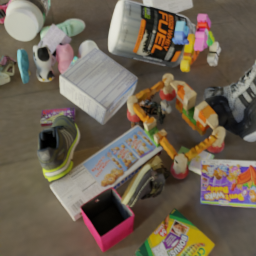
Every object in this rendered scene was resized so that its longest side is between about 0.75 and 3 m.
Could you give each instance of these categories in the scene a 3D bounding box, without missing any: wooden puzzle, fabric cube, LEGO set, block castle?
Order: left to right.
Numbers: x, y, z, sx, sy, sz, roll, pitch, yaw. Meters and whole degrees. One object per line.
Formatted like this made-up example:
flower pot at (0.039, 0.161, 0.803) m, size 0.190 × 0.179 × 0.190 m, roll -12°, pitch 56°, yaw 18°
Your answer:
wooden puzzle at (-1.048, 0.951, 7.195) m, size 1.404 × 0.164 × 0.947 m, roll -7°, pitch 53°, yaw -6°
fabric cube at (-0.427, 1.912, 5.866) m, size 0.807 × 0.820 × 0.823 m, roll -29°, pitch 54°, yaw -23°
block castle at (1.155, -0.076, 7.059) m, size 1.570 × 1.102 × 2.350 m, roll -33°, pitch 64°, yaw -9°
LEGO set at (1.916, -2.201, 8.085) m, size 0.994 × 2.605 × 1.069 m, roll 12°, pitch 92°, yaw 26°

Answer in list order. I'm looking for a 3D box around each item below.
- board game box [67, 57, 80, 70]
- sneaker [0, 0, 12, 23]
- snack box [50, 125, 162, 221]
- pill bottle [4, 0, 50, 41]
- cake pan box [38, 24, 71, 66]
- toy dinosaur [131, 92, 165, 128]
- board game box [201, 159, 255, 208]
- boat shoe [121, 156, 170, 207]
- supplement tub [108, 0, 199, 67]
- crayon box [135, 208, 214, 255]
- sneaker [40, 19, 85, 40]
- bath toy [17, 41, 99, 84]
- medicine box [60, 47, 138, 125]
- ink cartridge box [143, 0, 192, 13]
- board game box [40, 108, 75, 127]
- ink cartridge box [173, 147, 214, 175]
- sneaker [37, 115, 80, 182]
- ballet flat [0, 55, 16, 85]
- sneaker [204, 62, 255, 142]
board game box at (-1.659, -1.838, 9.099) m, size 0.586 × 0.776 × 0.182 m, roll 22°, pitch 19°, yaw -43°
sneaker at (-5.574, -5.212, 12.551) m, size 0.937 × 0.776 × 1.964 m, roll 14°, pitch 44°, yaw 42°
snack box at (-0.467, 0.996, 6.852) m, size 2.727 × 0.331 × 0.980 m, roll -34°, pitch 62°, yaw -22°
pill bottle at (-4.115, -4.732, 11.496) m, size 1.427 × 1.427 × 2.523 m, roll -1°, pitch 48°, yaw -1°
cake pan box at (-2.698, -2.983, 10.048) m, size 1.198 × 0.340 × 1.301 m, roll -54°, pitch 49°, yaw 9°
toy dinosaur at (0.589, -0.562, 8.105) m, size 0.953 × 0.717 × 1.404 m, roll 19°, pitch 93°, yaw 22°
board game box at (2.428, 1.265, 6.365) m, size 1.501 × 0.336 × 1.009 m, roll 1°, pitch 72°, yaw 12°
boat shoe at (0.499, 1.184, 6.158) m, size 0.656 × 0.741 × 2.023 m, roll 36°, pitch 26°, yaw 11°
supplement tub at (0.898, -3.094, 9.506) m, size 2.903 × 1.779 × 1.779 m, roll 8°, pitch 46°, yaw -15°
crayon box at (0.936, 2.428, 5.603) m, size 1.054 × 0.356 × 1.221 m, roll 40°, pitch 59°, yaw 20°
sneaker at (-2.564, -3.697, 11.058) m, size 1.809 × 0.666 × 1.067 m, roll -14°, pitch 43°, yaw 0°
bath toy at (-2.200, -2.159, 9.360) m, size 2.732 × 1.188 × 1.010 m, roll -15°, pitch 49°, yaw -18°
medicine box at (-0.880, -1.259, 8.320) m, size 1.709 × 0.879 × 1.556 m, roll 37°, pitch 61°, yaw 7°
ink cartridge box at (1.539, -6.311, 11.820) m, size 2.349 × 2.919 × 0.731 m, roll -28°, pitch 25°, yaw -27°
board game box at (-2.092, -0.329, 8.372) m, size 0.982 × 0.159 × 0.589 m, roll -6°, pitch 44°, yaw -5°
ink cartridge box at (1.699, 0.808, 7.293) m, size 0.874 × 0.210 × 0.636 m, roll 25°, pitch 53°, yaw 19°
sneaker at (-1.772, 0.255, 7.094) m, size 0.837 × 0.917 × 2.265 m, roll -15°, pitch 35°, yaw 2°
ballet flat at (-4.258, -1.869, 9.545) m, size 0.603 × 0.586 × 1.696 m, roll 17°, pitch 47°, yaw -10°
sneaker at (2.822, -1.009, 7.086) m, size 1.652 × 2.903 × 1.096 m, roll 13°, pitch 35°, yaw 15°
